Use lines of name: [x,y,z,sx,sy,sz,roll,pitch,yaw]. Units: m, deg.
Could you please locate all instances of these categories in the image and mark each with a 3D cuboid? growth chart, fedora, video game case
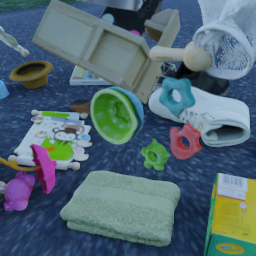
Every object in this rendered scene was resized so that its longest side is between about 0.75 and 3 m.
growth chart: [-2.761,-2.141,5.164,1.657,2.289,0.203,37,84,20]
growth chart: [-1.971,0.231,7.634,1.997,0.245,2.760,0,31,-1]
fedora: [-3.664,-1.997,10.815,1.679,0.685,1.679,-7,40,6]
video game case: [-1.379,-2.301,11.901,1.894,0.238,2.081,-1,32,-1]

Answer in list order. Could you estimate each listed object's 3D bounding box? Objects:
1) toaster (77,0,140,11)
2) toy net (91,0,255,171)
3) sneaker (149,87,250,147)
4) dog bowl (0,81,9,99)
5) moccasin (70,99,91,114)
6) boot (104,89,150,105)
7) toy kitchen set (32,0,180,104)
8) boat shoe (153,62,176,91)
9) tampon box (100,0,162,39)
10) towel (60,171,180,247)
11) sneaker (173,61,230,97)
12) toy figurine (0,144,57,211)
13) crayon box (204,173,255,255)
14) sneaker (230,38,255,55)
toaster: [-0.517,-4.275,8.001,1.917,1.258,2.120,4,33,-11]
toy net: [0.601,-0.409,3.222,0.516,2.672,1.402,-26,78,-45]
sneaker: [1.890,-0.360,7.792,2.934,1.081,1.695,9,29,13]
dog bowl: [-5.212,-1.514,10.355,1.821,0.451,1.015,24,38,35]
moccasin: [-1.429,-0.629,8.801,0.487,0.514,1.332,-36,25,-32]
boot: [-0.158,-0.975,9.329,1.274,0.554,1.532,19,32,32]
toy kitchen set: [-0.240,-1.931,6.113,2.097,1.896,2.324,28,3,15]
boat shoe: [1.351,-1.853,10.142,2.967,0.945,1.049,0,27,-21]
tampon box: [0.124,-4.106,10.227,1.546,2.063,1.303,27,-3,6]
towel: [-0.096,1.453,5.412,2.056,0.375,1.525,9,33,14]
sneaker: [2.571,-1.677,9.626,2.647,1.516,1.012,-13,35,-24]
toy figurine: [-2.506,0.951,5.494,2.060,1.680,2.238,12,53,2]
crayon box: [2.650,1.715,4.595,2.549,0.743,1.514,10,32,16]
sneaker: [3.818,-2.704,9.228,0.573,0.515,1.394,-4,8,-25]
